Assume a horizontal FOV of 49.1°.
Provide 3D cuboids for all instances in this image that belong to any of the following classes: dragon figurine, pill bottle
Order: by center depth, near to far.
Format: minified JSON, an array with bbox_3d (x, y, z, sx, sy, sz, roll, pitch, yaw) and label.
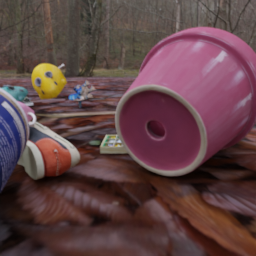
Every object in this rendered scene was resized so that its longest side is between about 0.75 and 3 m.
[{"bbox_3d":[-1.973,0.406,2.889,1.362,1.362,2.453,-1,21,-6],"label":"pill bottle"},{"bbox_3d":[-2.086,-1.317,12.037,1.137,0.673,2.286,-37,25,26],"label":"dragon figurine"}]

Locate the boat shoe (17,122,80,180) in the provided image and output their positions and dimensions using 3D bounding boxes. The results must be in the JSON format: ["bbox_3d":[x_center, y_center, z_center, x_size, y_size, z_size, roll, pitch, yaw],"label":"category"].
[{"bbox_3d":[-1.673,0.273,5.054,0.710,0.808,2.271,-15,22,-33],"label":"boat shoe"}]

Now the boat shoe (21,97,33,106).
[{"bbox_3d":[-4.774,-1.214,12.901,1.234,0.393,0.436,12,17,43],"label":"boat shoe"}]

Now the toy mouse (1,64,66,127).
[{"bbox_3d":[-2.183,-0.409,5.093,2.238,0.487,2.518,-31,31,2],"label":"toy mouse"}]

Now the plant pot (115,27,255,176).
[{"bbox_3d":[0.984,-0.370,4.968,2.418,2.418,2.164,8,31,31],"label":"plant pot"}]

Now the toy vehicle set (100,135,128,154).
[{"bbox_3d":[-0.224,0.349,6.263,0.666,0.142,1.072,-1,12,3],"label":"toy vehicle set"}]
